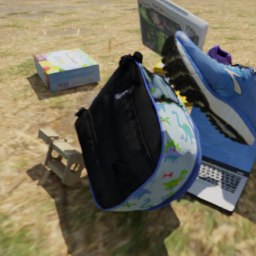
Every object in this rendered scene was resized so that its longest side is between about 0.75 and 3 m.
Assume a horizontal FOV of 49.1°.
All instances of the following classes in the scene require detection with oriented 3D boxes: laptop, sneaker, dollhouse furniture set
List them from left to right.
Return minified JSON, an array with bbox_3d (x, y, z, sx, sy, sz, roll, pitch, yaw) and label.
[{"bbox_3d":[-1.505,0.733,7.522,1.371,0.862,1.551,2,21,-47],"label":"dollhouse furniture set"},{"bbox_3d":[2.037,0.617,6.996,1.993,1.233,2.128,20,37,29],"label":"laptop"},{"bbox_3d":[1.474,-0.751,4.622,1.010,2.267,0.890,-50,18,-6],"label":"sneaker"},{"bbox_3d":[2.447,-1.568,6.988,1.162,0.485,0.468,43,62,-6],"label":"sneaker"}]

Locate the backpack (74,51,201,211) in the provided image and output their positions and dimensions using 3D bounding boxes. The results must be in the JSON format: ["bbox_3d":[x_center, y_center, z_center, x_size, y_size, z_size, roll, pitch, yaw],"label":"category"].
[{"bbox_3d":[0.300,0.333,6.152,2.060,2.565,2.803,19,40,-36],"label":"backpack"}]

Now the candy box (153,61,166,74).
[{"bbox_3d":[2.473,-2.780,13.274,2.293,0.303,1.172,15,33,23],"label":"candy box"}]

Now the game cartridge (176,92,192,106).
[{"bbox_3d":[2.324,-1.230,10.943,1.043,0.192,1.183,-10,31,-15],"label":"game cartridge"}]

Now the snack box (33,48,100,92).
[{"bbox_3d":[-2.779,-2.679,12.530,2.252,0.904,2.671,-16,37,-22],"label":"snack box"}]

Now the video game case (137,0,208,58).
[{"bbox_3d":[1.300,-2.902,8.844,2.377,2.614,0.305,39,80,17],"label":"video game case"}]
